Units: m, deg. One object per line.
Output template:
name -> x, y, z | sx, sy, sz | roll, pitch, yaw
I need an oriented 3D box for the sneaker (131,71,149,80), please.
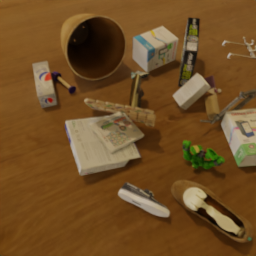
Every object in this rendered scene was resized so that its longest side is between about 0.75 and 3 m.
sneaker -> 0.544, -2.460, 12.740 | 0.853, 0.331, 0.368 | -13, 68, -10

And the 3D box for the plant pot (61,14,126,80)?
plant pot -> -1.946, -4.050, 12.793 | 2.742, 2.742, 2.943 | -23, 42, -17

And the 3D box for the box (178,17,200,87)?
box -> 2.700, -3.349, 12.434 | 0.547, 1.981, 2.473 | 8, 52, 7

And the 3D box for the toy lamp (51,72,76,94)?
toy lamp -> -2.908, -2.047, 12.427 | 0.420, 0.420, 1.442 | -36, 60, -24

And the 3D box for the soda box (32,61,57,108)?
soda box -> -3.614, -1.910, 12.107 | 0.685, 0.737, 2.159 | -14, 53, -11

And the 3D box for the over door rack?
over door rack -> 5.597, -3.954, 13.831 | 1.548, 0.516, 1.144 | -1, 52, -1

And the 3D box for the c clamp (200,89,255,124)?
c clamp -> 3.912, -0.763, 10.513 | 1.745, 2.043, 0.277 | 2, 51, -47

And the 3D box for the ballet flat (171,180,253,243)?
ballet flat -> 2.469, 2.481, 8.476 | 2.750, 0.995, 0.933 | 36, 93, 22

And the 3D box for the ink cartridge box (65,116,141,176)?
ink cartridge box -> -0.967, 0.535, 10.296 | 2.244, 0.486, 2.203 | -7, 51, -24

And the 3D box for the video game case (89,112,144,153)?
video game case -> -0.422, 0.103, 10.409 | 1.550, 0.184, 1.411 | -25, 59, -32

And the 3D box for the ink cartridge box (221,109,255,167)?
ink cartridge box -> 4.502, 0.314, 10.304 | 1.458, 0.878, 2.007 | -5, 51, -4

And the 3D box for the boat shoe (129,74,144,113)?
boat shoe -> 0.380, -1.360, 11.414 | 0.526, 1.624, 0.594 | 7, 11, -14

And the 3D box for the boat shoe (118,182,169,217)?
boat shoe -> 0.564, 2.265, 9.002 | 1.760, 0.631, 0.596 | 19, 56, 23

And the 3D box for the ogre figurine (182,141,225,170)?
ogre figurine -> 2.505, 1.007, 9.709 | 1.442, 0.864, 0.707 | 9, 52, -3

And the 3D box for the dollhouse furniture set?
dollhouse furniture set -> 3.413, -1.066, 11.853 | 1.217, 1.359, 1.715 | 11, 68, -43

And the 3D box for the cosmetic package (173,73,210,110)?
cosmetic package -> 2.575, -1.473, 11.437 | 1.365, 0.486, 0.692 | -43, 52, 23

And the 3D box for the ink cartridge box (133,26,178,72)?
ink cartridge box -> 1.254, -3.711, 13.164 | 1.703, 1.249, 1.244 | -27, 57, -19

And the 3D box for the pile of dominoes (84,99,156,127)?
pile of dominoes -> -0.334, -0.516, 10.431 | 2.692, 2.098, 0.429 | 11, 86, 7
